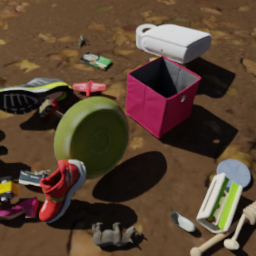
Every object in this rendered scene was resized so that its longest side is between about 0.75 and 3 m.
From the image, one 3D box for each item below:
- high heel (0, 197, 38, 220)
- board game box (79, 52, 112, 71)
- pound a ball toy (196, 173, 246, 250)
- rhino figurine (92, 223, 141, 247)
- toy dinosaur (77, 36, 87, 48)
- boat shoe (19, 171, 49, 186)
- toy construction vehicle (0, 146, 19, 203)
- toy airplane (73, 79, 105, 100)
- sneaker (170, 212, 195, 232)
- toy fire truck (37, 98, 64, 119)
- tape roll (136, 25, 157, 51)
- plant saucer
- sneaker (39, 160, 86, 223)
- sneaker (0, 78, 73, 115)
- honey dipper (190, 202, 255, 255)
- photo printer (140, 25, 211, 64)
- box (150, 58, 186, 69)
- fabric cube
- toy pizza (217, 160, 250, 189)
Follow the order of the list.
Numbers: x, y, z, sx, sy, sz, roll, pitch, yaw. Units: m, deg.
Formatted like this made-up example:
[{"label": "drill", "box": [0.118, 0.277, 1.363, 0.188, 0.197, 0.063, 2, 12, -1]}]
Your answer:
[{"label": "high heel", "box": [-3.289, 2.288, 8.079, 1.299, 0.438, 0.623, 0, 61, -6]}, {"label": "board game box", "box": [-1.453, -2.986, 12.530, 1.295, 0.152, 0.678, 25, 53, 19]}, {"label": "pound a ball toy", "box": [2.692, 2.379, 7.973, 1.167, 0.761, 1.790, 37, 57, -2]}, {"label": "rhino figurine", "box": [-0.332, 2.921, 7.632, 1.356, 0.406, 0.593, 1, 63, -2]}, {"label": "toy dinosaur", "box": [-2.191, -4.195, 13.459, 0.416, 0.224, 0.944, -3, 48, 6]}, {"label": "boat shoe", "box": [-2.714, 1.521, 8.584, 1.344, 0.503, 0.416, 2, 90, 19]}, {"label": "toy construction vehicle", "box": [-4.484, 1.504, 8.499, 2.439, 0.859, 2.124, -17, 62, 3]}, {"label": "toy airplane", "box": [-1.553, -1.394, 11.035, 1.393, 0.256, 1.393, -5, 57, 8]}, {"label": "sneaker", "box": [1.540, 2.675, 7.962, 0.802, 0.291, 0.288, 30, 87, 35]}, {"label": "toy fire truck", "box": [-2.671, -0.649, 10.030, 0.881, 0.776, 0.567, -1, 65, -43]}, {"label": "tape roll", "box": [0.908, -4.232, 13.139, 1.074, 0.738, 1.074, 0, 51, 0]}, {"label": "plant saucer", "box": [-0.897, 0.392, 8.313, 2.594, 2.594, 0.403, -35, 33, -25]}, {"label": "sneaker", "box": [-2.017, 1.683, 7.659, 0.940, 2.214, 0.853, 19, 24, -34]}, {"label": "sneaker", "box": [-3.611, -1.282, 10.522, 2.916, 1.077, 1.180, -10, 37, -33]}, {"label": "honey dipper", "box": [2.777, 2.824, 7.686, 2.558, 0.486, 0.486, -26, 56, -18]}, {"label": "photo printer", "box": [1.872, -3.575, 11.622, 2.453, 0.852, 2.040, 29, 45, 34]}, {"label": "box", "box": [1.643, -2.242, 11.515, 1.305, 0.796, 1.256, -9, 53, -7]}, {"label": "fabric cube", "box": [1.152, -1.101, 9.837, 1.785, 1.813, 1.819, -33, 57, -31]}, {"label": "toy pizza", "box": [3.346, 1.488, 8.916, 1.038, 0.165, 1.038, -1, 56, 1]}]
